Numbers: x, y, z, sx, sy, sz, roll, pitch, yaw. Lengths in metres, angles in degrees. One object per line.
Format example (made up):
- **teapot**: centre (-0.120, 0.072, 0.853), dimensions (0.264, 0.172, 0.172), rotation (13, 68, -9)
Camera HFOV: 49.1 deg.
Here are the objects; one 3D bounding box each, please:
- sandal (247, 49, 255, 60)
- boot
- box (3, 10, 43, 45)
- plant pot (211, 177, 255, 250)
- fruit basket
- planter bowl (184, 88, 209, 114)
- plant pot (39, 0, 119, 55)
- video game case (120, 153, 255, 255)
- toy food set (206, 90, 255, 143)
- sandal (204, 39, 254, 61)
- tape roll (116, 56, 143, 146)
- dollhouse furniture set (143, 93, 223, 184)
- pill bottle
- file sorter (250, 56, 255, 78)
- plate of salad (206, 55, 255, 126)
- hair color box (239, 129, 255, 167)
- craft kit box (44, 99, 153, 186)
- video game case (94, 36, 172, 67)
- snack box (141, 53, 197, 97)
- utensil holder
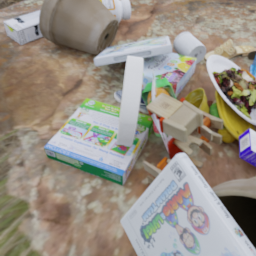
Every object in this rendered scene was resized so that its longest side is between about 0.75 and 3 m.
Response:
- **sandal**: centre (6.021, -3.204, 11.750), dimensions (1.922, 0.705, 0.632), rotation (6, 51, 13)
- **boot**: centre (0.202, -1.116, 9.609), dimensions (1.589, 0.718, 0.578), rotation (25, 50, 23)
- **box**: centre (-4.503, -4.917, 13.477), dimensions (2.394, 0.720, 1.396), rotation (-33, 53, -29)
- **plant pot**: centre (2.856, 2.029, 5.279), dimensions (2.893, 2.893, 2.510), rotation (36, 37, 31)
- **fruit basket**: centre (0.932, -0.363, 8.108), dimensions (0.989, 1.954, 2.109), rotation (-10, 44, 22)
- **planter bowl**: centre (2.079, -0.460, 8.780), dimensions (0.614, 1.474, 1.474), rotation (33, 44, -15)
- **plant pot**: centre (-1.841, -4.429, 11.850), dimensions (2.472, 2.848, 2.848), rotation (33, 51, 9)
- **video game case**: centre (0.915, 2.045, 5.012), dimensions (0.288, 2.431, 2.213), rotation (-5, 50, -39)
- **toy food set**: centre (3.095, -0.418, 8.907), dimensions (1.511, 0.839, 2.569), rotation (25, 46, -22)
- **sandal**: centre (4.363, -3.427, 11.927), dimensions (2.330, 0.766, 0.854), rotation (-11, 46, -11)
- **tape roll**: centre (0.025, -0.682, 7.296), dimensions (0.426, 2.330, 2.330), rotation (7, 44, -3)
- **dollhouse furniture set**: centre (1.252, 0.277, 7.077), dimensions (2.247, 2.223, 1.158), rotation (-42, 52, -20)
- **pill bottle**: centre (-1.099, -5.794, 13.956), dimensions (2.326, 1.292, 1.292), rotation (-10, 45, -10)
- **file sorter**: centre (5.259, -2.205, 10.558), dimensions (1.081, 0.956, 1.557), rotation (14, 47, 15)
- **plate of salad**: centre (3.670, -1.311, 8.926), dimensions (2.887, 0.693, 2.887), rotation (22, 47, -26)
- **hair color box**: centre (3.686, 0.737, 7.498), dimensions (1.459, 0.473, 0.797), rotation (28, 46, -8)
- **craft kit box**: centre (-0.763, 0.274, 8.339), dimensions (2.452, 0.595, 2.422), rotation (18, 50, 17)
- **video game case**: centre (0.269, -2.988, 10.712), dimensions (2.681, 0.324, 2.941), rotation (-8, 22, 9)
- **snack box**: centre (1.283, -2.076, 10.375), dimensions (1.855, 0.691, 2.608), rotation (18, 38, 18)
- **utensil holder**: centre (2.565, -3.315, 11.707), dimensions (0.954, 0.954, 1.122), rotation (-17, 50, -17)
